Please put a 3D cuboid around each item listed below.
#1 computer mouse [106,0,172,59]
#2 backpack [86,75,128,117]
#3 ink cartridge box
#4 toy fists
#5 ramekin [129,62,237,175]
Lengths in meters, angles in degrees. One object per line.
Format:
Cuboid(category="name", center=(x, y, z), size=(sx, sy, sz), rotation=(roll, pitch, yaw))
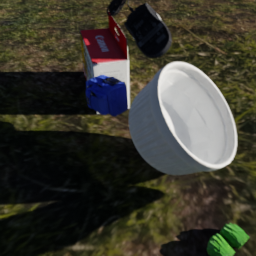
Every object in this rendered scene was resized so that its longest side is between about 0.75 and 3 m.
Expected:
Cuboid(category="computer mouse", center=(0.685, -3.191, 7.886), size=(2.582, 1.813, 0.594), rotation=(54, 18, 24))
Cuboid(category="backpack", center=(-0.705, -0.952, 7.850), size=(1.003, 0.972, 1.196), rotation=(-24, 40, -33))
Cuboid(category="ink cartridge box", center=(-0.889, -2.376, 9.818), size=(1.203, 2.518, 2.868), rotation=(-10, 40, -12))
Cuboid(category="toy fists", center=(2.045, 2.384, 5.847), size=(0.990, 0.340, 0.504), rotation=(-26, 54, -30))
Cuboid(category="ramekin", center=(1.293, -0.110, 7.033), size=(2.733, 1.435, 2.733), rotation=(19, 57, -32))
